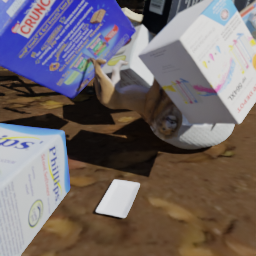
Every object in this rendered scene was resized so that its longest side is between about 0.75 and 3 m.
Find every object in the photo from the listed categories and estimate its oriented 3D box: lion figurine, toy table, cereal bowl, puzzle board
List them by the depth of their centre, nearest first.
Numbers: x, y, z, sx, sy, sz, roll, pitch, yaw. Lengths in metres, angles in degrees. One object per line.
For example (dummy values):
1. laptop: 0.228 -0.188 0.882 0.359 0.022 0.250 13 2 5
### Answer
1. puzzle board: 3.401 -2.101 5.646 2.698 2.034 0.235 -37 42 2
2. lion figurine: 0.117 -0.622 5.728 2.162 1.324 0.783 17 21 13
3. cereal bowl: 1.733 -0.086 7.861 2.381 0.992 2.381 -1 24 0
4. toy table: 0.843 -3.657 9.496 2.723 2.503 1.595 -10 -25 39

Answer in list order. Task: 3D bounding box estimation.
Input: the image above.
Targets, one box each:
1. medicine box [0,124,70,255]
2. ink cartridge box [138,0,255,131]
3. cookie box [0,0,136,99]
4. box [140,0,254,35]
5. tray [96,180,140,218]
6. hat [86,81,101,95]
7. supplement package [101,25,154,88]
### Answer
1. medicine box: -2.725 1.043 4.737 2.503 1.414 2.747 6 24 13
2. ink cartridge box: 1.422 -1.004 4.902 1.266 1.969 1.233 -49 21 -17
3. cookie box: -1.277 -1.936 5.373 0.970 2.209 2.583 48 9 21
4. box: 1.963 -3.478 7.703 2.729 2.019 1.424 -2 30 -28
5. tray: -0.171 1.399 5.545 0.589 0.122 1.097 7 24 15
6. hat: -1.250 -1.972 12.714 1.473 0.594 1.473 -1 24 0
7. supplement package: -0.003 -1.872 7.897 1.432 1.369 1.053 -2 -24 41
